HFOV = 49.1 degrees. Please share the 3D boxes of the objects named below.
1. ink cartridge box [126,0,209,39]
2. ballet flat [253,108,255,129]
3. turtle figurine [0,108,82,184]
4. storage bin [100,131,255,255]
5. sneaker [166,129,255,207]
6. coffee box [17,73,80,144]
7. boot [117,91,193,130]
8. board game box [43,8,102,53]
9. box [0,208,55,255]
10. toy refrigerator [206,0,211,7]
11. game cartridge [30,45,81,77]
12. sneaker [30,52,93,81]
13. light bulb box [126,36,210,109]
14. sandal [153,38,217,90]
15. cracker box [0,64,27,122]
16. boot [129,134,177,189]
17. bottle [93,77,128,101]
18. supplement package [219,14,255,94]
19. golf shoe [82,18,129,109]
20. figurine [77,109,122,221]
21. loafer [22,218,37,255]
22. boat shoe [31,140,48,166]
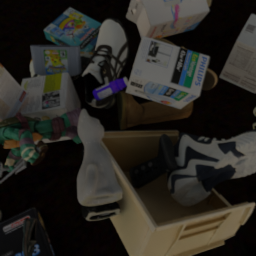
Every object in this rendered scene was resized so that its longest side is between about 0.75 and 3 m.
[{"bbox_3d":[1.290,-4.333,10.244,2.543,1.635,1.592,-18,89,-8],"label":"ink cartridge box"},{"bbox_3d":[3.488,-0.215,6.995,0.682,2.034,0.680,-1,33,21],"label":"ballet flat"},{"bbox_3d":[-2.412,0.320,6.626,2.779,2.080,1.399,-19,94,-27],"label":"turtle figurine"},{"bbox_3d":[0.866,1.398,6.628,2.884,1.361,2.904,-1,32,-31],"label":"storage bin"},{"bbox_3d":[2.100,0.516,7.103,2.869,1.145,1.867,-38,36,10],"label":"sneaker"},{"bbox_3d":[-2.314,-0.567,8.387,1.445,1.459,1.461,-8,53,3],"label":"coffee box"},{"bbox_3d":[0.797,-0.653,8.106,2.195,1.922,0.726,-10,73,-5],"label":"boot"},{"bbox_3d":[-1.917,-3.617,10.757,2.055,0.482,1.552,31,67,15],"label":"board game box"},{"bbox_3d":[-3.042,3.688,6.914,2.515,0.625,2.496,-23,66,-12],"label":"box"},{"bbox_3d":[2.706,-5.277,11.632,1.384,0.484,0.525,-10,56,-6],"label":"toy refrigerator"},{"bbox_3d":[-2.222,-2.060,8.727,1.488,0.992,0.301,-1,32,-3],"label":"game cartridge"},{"bbox_3d":[-2.061,-1.882,9.717,2.609,0.987,1.144,-7,74,4],"label":"sneaker"},{"bbox_3d":[0.776,-1.112,6.039,1.411,1.399,0.881,17,82,-2],"label":"light bulb box"},{"bbox_3d":[1.493,-1.730,7.474,2.058,0.755,0.677,37,38,16],"label":"sandal"},{"bbox_3d":[-3.193,-0.840,6.813,0.436,1.513,1.014,14,67,17],"label":"cracker box"},{"bbox_3d":[0.575,0.856,7.128,0.418,1.273,1.049,31,38,-32],"label":"boot"},{"bbox_3d":[-0.447,-1.037,7.374,0.962,0.402,0.314,-23,100,12],"label":"bottle"},{"bbox_3d":[4.191,-2.425,9.363,1.391,1.846,1.401,28,66,14],"label":"supplement package"},{"bbox_3d":[-0.723,-1.974,8.578,1.099,1.336,2.828,9,99,21],"label":"golf shoe"},{"bbox_3d":[-0.642,0.699,5.300,0.746,1.732,1.690,-9,61,-9],"label":"figurine"},{"bbox_3d":[-2.071,2.346,5.950,0.264,0.302,0.841,-5,81,3],"label":"loafer"},{"bbox_3d":[-2.500,0.675,7.761,0.343,0.930,0.344,-14,63,-51],"label":"boat shoe"}]
